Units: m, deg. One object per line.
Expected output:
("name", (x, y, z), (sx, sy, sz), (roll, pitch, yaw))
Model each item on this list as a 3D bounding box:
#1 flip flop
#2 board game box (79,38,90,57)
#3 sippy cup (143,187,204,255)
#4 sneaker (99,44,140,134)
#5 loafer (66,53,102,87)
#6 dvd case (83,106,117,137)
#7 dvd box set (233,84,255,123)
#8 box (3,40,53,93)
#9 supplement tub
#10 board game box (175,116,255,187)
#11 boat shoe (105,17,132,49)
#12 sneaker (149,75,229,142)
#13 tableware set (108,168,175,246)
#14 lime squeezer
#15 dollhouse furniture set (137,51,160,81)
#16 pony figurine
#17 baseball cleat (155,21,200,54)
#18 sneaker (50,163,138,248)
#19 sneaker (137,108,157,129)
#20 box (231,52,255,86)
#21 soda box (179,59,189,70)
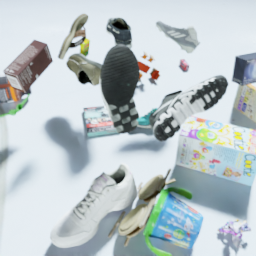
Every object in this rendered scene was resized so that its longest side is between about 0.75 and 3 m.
("flip flop", (-1.841, -3.166, 9.902), (0.605, 0.852, 2.102), (24, 59, -9))
("board game box", (-1.857, -3.352, 11.902), (0.199, 0.835, 0.424), (37, 57, 11))
("sippy cup", (1.196, 2.399, 7.171), (1.233, 1.321, 1.682), (24, 84, 13))
("sneaker", (-0.329, -1.077, 7.111), (0.981, 2.647, 1.171), (-16, 51, -13))
("loafer", (-1.839, -2.319, 11.332), (0.887, 0.957, 2.546), (-45, 44, -19))
("dvd case", (-1.107, -0.358, 11.644), (1.375, 0.207, 1.884), (-8, 38, -11))
("dvd box set", (5.173, -1.035, 11.630), (0.263, 1.308, 1.788), (-14, 38, -19))
("box", (-3.562, -2.241, 10.142), (0.675, 0.902, 1.801), (20, 60, 15))
("supplement tub", (-5.674, -1.742, 12.593), (2.452, 1.311, 1.311), (-11, 38, -14))
("board game box", (3.000, 0.695, 9.284), (2.514, 1.318, 1.295), (15, 39, 19))
("boat shoe", (-0.325, -3.912, 10.952), (0.948, 0.757, 2.508), (-12, 42, -14))
("sneaker", (1.599, -0.752, 8.037), (2.575, 0.856, 1.165), (-38, 36, 3))
("tableware set", (0.501, 2.141, 7.698), (0.446, 1.470, 2.224), (47, 43, -7))
("lime squeezer", (-3.863, -0.657, 9.659), (1.336, 0.252, 0.472), (-40, 29, -12))
("dollhouse furniture set", (0.967, -2.978, 14.355), (1.345, 1.360, 0.701), (20, 30, -28))
("pony figurine", (2.804, 2.686, 7.330), (0.756, 0.629, 0.730), (-14, 7, -13))
("baseball cleat", (2.019, -3.804, 11.075), (1.888, 1.005, 0.658), (35, 28, -14))
("sneaker", (-0.941, 1.942, 7.485), (2.780, 1.385, 1.041), (-33, 41, -32))
("sneaker", (0.970, -0.489, 11.371), (1.847, 0.735, 0.716), (-11, 38, -13))
("box", (4.635, -2.262, 10.750), (1.047, 1.039, 0.645), (-15, 31, -18))
("soda box", (3.198, -3.599, 15.913), (0.280, 0.310, 0.884), (-6, 37, -8))
